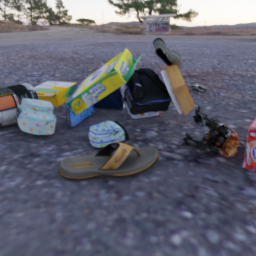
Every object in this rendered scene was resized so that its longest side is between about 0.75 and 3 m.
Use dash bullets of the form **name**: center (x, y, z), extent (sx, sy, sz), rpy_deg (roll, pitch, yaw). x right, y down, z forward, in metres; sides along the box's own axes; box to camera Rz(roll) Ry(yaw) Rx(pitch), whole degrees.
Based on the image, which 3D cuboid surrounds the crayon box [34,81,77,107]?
- **crayon box**: center (-3.992, -1.705, 14.297), extent (1.758, 0.721, 2.797), rpy_deg (5, 22, 13)

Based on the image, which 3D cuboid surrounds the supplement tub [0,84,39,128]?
- **supplement tub**: center (-4.925, -0.838, 11.103), extent (1.516, 1.516, 2.475), rpy_deg (18, 28, 38)

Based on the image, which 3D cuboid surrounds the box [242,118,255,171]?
- **box**: center (4.540, 0.275, 8.608), extent (1.282, 1.338, 2.685), rpy_deg (14, 27, 31)

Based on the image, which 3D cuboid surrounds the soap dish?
- **soap dish**: center (2.083, -1.636, 11.693), extent (0.771, 1.494, 1.899), rpy_deg (-24, 39, 14)

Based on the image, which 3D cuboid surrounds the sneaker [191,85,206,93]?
- **sneaker**: center (4.181, -2.317, 16.256), extent (0.426, 0.392, 1.064), rpy_deg (-11, 25, -29)

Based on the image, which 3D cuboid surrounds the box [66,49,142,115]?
- **box**: center (-0.853, -1.764, 10.321), extent (2.987, 0.722, 1.752), rpy_deg (-27, 26, 32)

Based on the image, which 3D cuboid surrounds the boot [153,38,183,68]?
- **boot**: center (1.658, -2.836, 11.561), extent (1.784, 0.604, 1.165), rpy_deg (35, 33, -30)

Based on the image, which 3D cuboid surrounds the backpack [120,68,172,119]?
- **backpack**: center (0.673, -1.535, 12.094), extent (2.216, 1.707, 2.111), rpy_deg (-6, 58, -25)

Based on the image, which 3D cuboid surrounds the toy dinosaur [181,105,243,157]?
- **toy dinosaur**: center (2.845, 0.251, 8.825), extent (1.847, 1.390, 2.722), rpy_deg (21, -4, 2)

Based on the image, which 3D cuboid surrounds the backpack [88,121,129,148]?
- **backpack**: center (-0.745, 0.224, 9.542), extent (1.239, 0.952, 1.010), rpy_deg (-29, 37, -19)

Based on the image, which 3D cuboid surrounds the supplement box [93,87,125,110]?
- **supplement box**: center (-0.880, -1.748, 13.804), extent (1.739, 1.168, 1.738), rpy_deg (5, 23, 12)

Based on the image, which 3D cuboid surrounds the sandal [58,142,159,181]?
- **sandal**: center (-0.509, 0.823, 7.971), extent (2.947, 0.804, 1.204), rpy_deg (-4, 22, -9)

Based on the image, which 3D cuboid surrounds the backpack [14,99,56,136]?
- **backpack**: center (-3.370, -0.388, 10.365), extent (1.386, 1.209, 1.577), rpy_deg (8, 24, -32)

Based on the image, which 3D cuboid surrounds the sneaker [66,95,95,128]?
- **sneaker**: center (-1.979, -0.796, 11.822), extent (1.101, 0.925, 2.807), rpy_deg (3, 22, -2)
